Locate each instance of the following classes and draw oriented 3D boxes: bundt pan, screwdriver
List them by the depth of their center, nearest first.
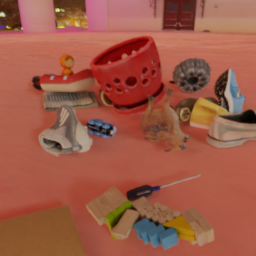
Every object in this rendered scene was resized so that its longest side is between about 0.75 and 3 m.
[{"bbox_3d":[0.842,1.301,6.183,1.880,0.262,0.273,-7,55,-18],"label":"screwdriver"},{"bbox_3d":[2.926,-2.280,12.786,1.783,1.783,0.669,1,49,1],"label":"bundt pan"}]

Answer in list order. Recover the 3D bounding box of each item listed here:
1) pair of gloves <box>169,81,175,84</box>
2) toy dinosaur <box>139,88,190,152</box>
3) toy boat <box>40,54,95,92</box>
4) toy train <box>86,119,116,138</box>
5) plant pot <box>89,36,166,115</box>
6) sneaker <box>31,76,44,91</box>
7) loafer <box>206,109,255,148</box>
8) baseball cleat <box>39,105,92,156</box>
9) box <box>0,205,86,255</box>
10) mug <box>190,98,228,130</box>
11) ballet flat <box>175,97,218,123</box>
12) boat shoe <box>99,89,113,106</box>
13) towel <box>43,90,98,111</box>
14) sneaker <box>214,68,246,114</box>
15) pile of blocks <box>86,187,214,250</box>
[{"bbox_3d":[2.959,-2.314,14.090,1.481,0.206,1.663,6,15,39],"label":"pair of gloves"},{"bbox_3d":[0.874,-0.152,8.538,1.063,1.679,2.477,33,-15,-21],"label":"toy dinosaur"},{"bbox_3d":[-2.509,-2.291,11.680,2.323,1.518,1.516,3,13,18],"label":"toy boat"},{"bbox_3d":[-0.845,-0.006,8.961,1.023,0.443,0.584,15,20,27],"label":"toy train"},{"bbox_3d":[0.131,-1.788,9.933,2.373,2.161,2.373,-20,27,11],"label":"plant pot"},{"bbox_3d":[-3.791,-2.135,13.536,2.030,0.718,0.992,13,21,33],"label":"sneaker"},{"bbox_3d":[3.690,-0.146,8.636,2.955,0.929,1.062,-13,27,-28],"label":"loafer"},{"bbox_3d":[-2.050,-0.016,8.379,1.390,0.911,2.612,-12,25,-26],"label":"baseball cleat"},{"bbox_3d":[-1.542,2.097,4.350,1.724,0.224,2.109,-9,24,-21],"label":"box"},{"bbox_3d":[2.653,-0.359,9.138,1.023,0.998,1.246,22,17,25],"label":"mug"},{"bbox_3d":[2.567,-0.674,10.119,2.509,0.845,0.582,-13,25,-40],"label":"ballet flat"},{"bbox_3d":[-0.788,-1.443,11.978,0.871,0.873,2.420,-18,19,24],"label":"boat shoe"},{"bbox_3d":[-2.472,-1.276,11.944,2.233,0.386,2.150,-6,24,-14],"label":"towel"},{"bbox_3d":[3.797,-1.181,10.320,0.951,2.115,0.829,11,-21,-18],"label":"sneaker"},{"bbox_3d":[0.305,1.727,4.758,2.240,0.696,0.920,6,35,33],"label":"pile of blocks"}]
